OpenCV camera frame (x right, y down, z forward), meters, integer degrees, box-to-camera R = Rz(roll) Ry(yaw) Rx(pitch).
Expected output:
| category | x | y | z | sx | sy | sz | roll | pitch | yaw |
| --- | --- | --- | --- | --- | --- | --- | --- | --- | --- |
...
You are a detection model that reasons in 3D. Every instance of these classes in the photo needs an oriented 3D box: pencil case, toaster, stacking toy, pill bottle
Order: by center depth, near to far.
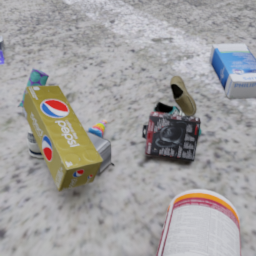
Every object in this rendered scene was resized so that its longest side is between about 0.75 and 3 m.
| category | x | y | z | sx | sy | sz | roll | pitch | yaw |
| --- | --- | --- | --- | --- | --- | --- | --- | --- | --- |
| pill bottle | 1.206 | 2.492 | 4.935 | 1.503 | 1.503 | 2.743 | 13 | 31 | 13 |
| toaster | -0.900 | 0.693 | 7.667 | 0.974 | 0.881 | 0.578 | 22 | 41 | 23 |
| stacking toy | -0.867 | -0.009 | 8.710 | 0.470 | 0.444 | 0.809 | 17 | 42 | 15 |
| pencil case | -3.139 | -1.233 | 9.328 | 0.601 | 1.413 | 0.653 | 21 | 3 | -17 |

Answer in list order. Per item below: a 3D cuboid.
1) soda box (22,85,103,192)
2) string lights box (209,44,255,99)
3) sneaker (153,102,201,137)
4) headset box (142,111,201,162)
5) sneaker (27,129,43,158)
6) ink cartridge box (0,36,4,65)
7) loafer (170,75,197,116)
| category | x | y | z | sx | sy | sz | roll | pitch | yaw |
| --- | --- | --- | --- | --- | --- | --- | --- | --- | --- |
| soda box | -1.741 | 0.142 | 7.054 | 0.947 | 0.895 | 2.796 | -10 | 52 | -36 |
| string lights box | 4.224 | -2.286 | 10.861 | 1.398 | 0.802 | 2.720 | -2 | 44 | -2 |
| sneaker | 1.510 | -0.246 | 8.690 | 1.684 | 0.673 | 0.601 | 28 | 64 | 18 |
| headset box | 1.162 | 0.220 | 7.896 | 1.558 | 1.160 | 0.602 | 8 | 16 | 9 |
| sneaker | -2.374 | -0.271 | 8.618 | 0.953 | 1.004 | 2.494 | 3 | 43 | 5 |
| ink cartridge box | -6.462 | -3.274 | 12.189 | 1.976 | 0.433 | 1.995 | -12 | 46 | -14 |
| loafer | 1.743 | -0.982 | 9.187 | 0.559 | 1.471 | 0.496 | -21 | 15 | 43 |
